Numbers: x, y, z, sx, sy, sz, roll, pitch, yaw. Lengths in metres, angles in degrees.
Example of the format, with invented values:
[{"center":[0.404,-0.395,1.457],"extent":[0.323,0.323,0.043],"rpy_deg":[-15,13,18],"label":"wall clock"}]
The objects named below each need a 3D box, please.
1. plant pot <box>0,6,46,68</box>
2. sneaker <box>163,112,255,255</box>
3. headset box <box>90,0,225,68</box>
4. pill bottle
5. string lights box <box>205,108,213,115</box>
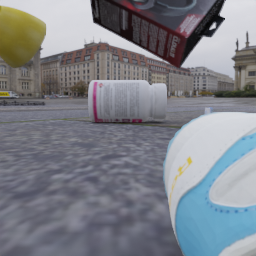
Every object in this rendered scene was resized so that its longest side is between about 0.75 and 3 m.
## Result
[{"center":[-3.322,-2.724,7.929],"extent":[1.651,1.651,1.172],"rpy_deg":[4,-20,38],"label":"plant pot"},{"center":[1.345,0.307,1.050],"extent":[2.358,0.902,0.952],"rpy_deg":[-7,12,5],"label":"sneaker"},{"center":[0.890,-3.061,6.995],"extent":[2.975,2.214,1.149],"rpy_deg":[32,-21,15],"label":"headset box"},{"center":[-0.003,-0.952,10.030],"extent":[2.655,1.505,1.505],"rpy_deg":[0,6,2],"label":"pill bottle"},{"center":[3.933,-0.764,13.633],"extent":[0.248,0.432,0.840],"rpy_deg":[3,6,26],"label":"string lights box"}]
